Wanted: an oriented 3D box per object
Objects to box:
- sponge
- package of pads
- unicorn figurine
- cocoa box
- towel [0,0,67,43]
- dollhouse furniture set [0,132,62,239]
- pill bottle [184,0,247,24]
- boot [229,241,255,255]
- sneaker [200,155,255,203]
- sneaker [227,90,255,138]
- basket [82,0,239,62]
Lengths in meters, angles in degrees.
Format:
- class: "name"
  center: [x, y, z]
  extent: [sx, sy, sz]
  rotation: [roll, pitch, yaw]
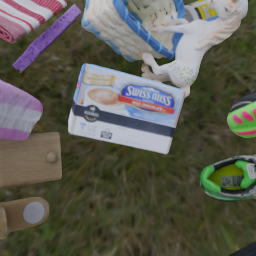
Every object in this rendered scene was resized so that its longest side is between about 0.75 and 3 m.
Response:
- class: "sponge"
  center: [-1.595, -1.799, 5.606]
  extent: [0.235, 0.880, 1.577]
  rotation: [45, 49, -20]
- class: "package of pads"
  center: [-2.463, -0.555, 4.153]
  extent: [2.088, 1.258, 0.790]
  rotation: [26, 89, 17]
- class: "unicorn figurine"
  center: [1.098, -1.564, 5.189]
  extent: [1.571, 0.845, 2.287]
  rotation: [23, 110, 25]
- class: "cocoa box"
  center: [-0.066, -0.291, 3.839]
  extent: [1.339, 0.893, 0.879]
  rotation: [13, 99, -13]
- class: "towel"
  center: [-1.852, -2.032, 4.337]
  extent: [1.297, 0.205, 1.801]
  rotation: [31, 40, -8]
- class: "dollhouse furniture set"
  center: [-1.381, 1.167, 3.706]
  extent: [1.830, 2.245, 2.135]
  rotation: [-3, 91, -34]
- class: "pill bottle"
  center: [2.392, -3.189, 7.865]
  extent: [1.673, 0.956, 0.956]
  rotation: [-23, 73, -8]
- class: "boot"
  center: [1.791, 2.215, 4.134]
  extent: [1.718, 1.416, 0.564]
  rotation: [-26, 41, -6]
- class: "sneaker"
  center: [1.982, 0.710, 3.964]
  extent: [1.955, 0.833, 0.763]
  rotation: [-17, 68, 23]
- class: "sneaker"
  center: [2.908, -0.586, 4.950]
  extent: [2.333, 0.895, 0.978]
  rotation: [-16, 34, 24]
- class: "basket"
  center: [0.493, -2.353, 5.151]
  extent: [2.476, 2.183, 1.722]
  rotation: [-3, 68, 40]
